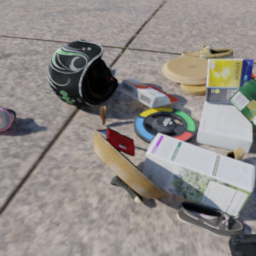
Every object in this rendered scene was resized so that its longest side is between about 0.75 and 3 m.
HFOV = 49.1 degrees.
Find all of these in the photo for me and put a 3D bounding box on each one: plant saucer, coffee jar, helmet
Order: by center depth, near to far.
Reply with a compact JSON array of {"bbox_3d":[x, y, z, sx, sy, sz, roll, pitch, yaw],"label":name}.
[{"bbox_3d":[-0.070,1.108,7.669,0.466,2.632,2.632,-48,51,-3],"label":"plant saucer"},{"bbox_3d":[4.869,-0.397,9.619,1.384,1.132,2.654,-18,65,-35],"label":"coffee jar"},{"bbox_3d":[-1.965,-2.236,11.501,2.600,2.727,2.727,26,45,35],"label":"helmet"}]

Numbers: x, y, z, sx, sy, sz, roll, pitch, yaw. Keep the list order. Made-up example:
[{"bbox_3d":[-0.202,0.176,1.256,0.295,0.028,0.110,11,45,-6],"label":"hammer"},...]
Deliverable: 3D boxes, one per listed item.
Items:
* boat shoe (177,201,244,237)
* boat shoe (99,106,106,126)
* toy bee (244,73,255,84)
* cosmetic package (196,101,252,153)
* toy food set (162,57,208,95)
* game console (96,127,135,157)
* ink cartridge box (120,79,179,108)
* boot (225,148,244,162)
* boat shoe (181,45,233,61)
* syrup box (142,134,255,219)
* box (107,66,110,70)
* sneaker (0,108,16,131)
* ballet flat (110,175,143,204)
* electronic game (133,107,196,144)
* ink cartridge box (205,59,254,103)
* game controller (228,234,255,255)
[{"bbox_3d":[2.136,2.356,7.279,1.750,0.499,0.585,12,38,14],"label":"boat shoe"},{"bbox_3d":[-0.969,-0.453,10.612,0.258,0.763,0.275,-2,20,-14],"label":"boat shoe"},{"bbox_3d":[4.312,-2.056,12.309,2.917,1.585,1.909,15,44,-32],"label":"toy bee"},{"bbox_3d":[3.613,-0.180,10.445,1.769,0.606,2.346,14,40,13],"label":"cosmetic package"},{"bbox_3d":[3.058,-2.664,13.570,2.799,0.681,2.771,30,47,32],"label":"toy food set"},{"bbox_3d":[-0.419,0.484,9.066,1.145,0.679,0.986,26,42,-33],"label":"game console"},{"bbox_3d":[1.009,-1.550,11.747,1.765,0.546,2.177,33,33,29],"label":"ink cartridge box"},{"bbox_3d":[3.291,0.881,8.697,1.036,0.806,0.377,-44,58,-15],"label":"boot"},{"bbox_3d":[4.233,-3.955,15.025,2.764,0.918,1.023,4,38,5],"label":"boat shoe"},{"bbox_3d":[1.886,1.284,7.870,2.840,1.118,1.156,20,37,16],"label":"syrup box"},{"bbox_3d":[-1.420,-2.911,14.259,0.943,0.233,0.753,2,36,3],"label":"box"},{"bbox_3d":[-5.570,-0.396,10.636,2.713,1.072,1.294,2,17,1],"label":"sneaker"},{"bbox_3d":[-0.030,1.829,8.130,0.369,0.431,1.298,-51,47,-6],"label":"ballet flat"},{"bbox_3d":[1.361,-0.077,10.415,2.326,0.484,2.326,0,38,0],"label":"electronic game"},{"bbox_3d":[3.832,-1.761,10.597,1.656,1.637,0.389,2,19,10],"label":"ink cartridge box"},{"bbox_3d":[3.346,2.984,6.691,1.765,0.372,0.921,-2,53,-2],"label":"game controller"}]
